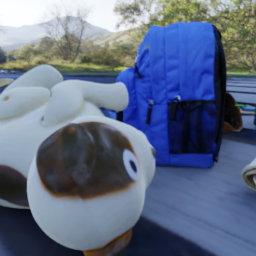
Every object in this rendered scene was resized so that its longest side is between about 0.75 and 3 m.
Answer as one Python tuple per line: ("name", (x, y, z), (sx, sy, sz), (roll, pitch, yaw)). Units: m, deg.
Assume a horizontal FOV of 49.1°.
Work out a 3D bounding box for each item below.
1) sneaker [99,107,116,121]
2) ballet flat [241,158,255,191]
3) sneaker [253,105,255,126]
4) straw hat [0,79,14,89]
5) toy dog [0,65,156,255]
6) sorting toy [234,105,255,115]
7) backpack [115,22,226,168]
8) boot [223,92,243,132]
("sneaker", (-0.888, -0.864, 9.482), (2.781, 1.091, 1.048), (9, 15, 32))
("ballet flat", (2.220, 0.925, 3.091), (0.837, 0.905, 2.684), (-29, 12, -2))
("sneaker", (4.717, -0.523, 8.403), (2.591, 0.929, 1.073), (-12, 18, -40))
("straw hat", (-5.474, -1.093, 10.576), (2.465, 1.043, 2.465), (-6, 21, 2))
("toy dog", (-0.822, 0.325, 3.275), (2.468, 1.776, 2.546), (-26, 27, -35))
("sorting toy", (4.098, -0.801, 10.966), (1.522, 0.274, 2.043), (-2, 14, -7))
("backpack", (0.850, -0.743, 5.656), (2.199, 2.621, 2.129), (1, 15, 4))
("boot", (1.664, -0.786, 7.101), (0.938, 2.445, 1.898), (-41, 20, -15))
